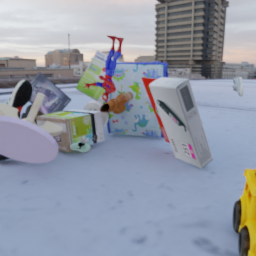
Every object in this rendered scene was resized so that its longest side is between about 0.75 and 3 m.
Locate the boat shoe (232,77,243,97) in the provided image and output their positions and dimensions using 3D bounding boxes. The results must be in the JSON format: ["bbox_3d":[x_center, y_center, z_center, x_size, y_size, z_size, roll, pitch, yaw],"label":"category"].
[{"bbox_3d":[3.925,-1.456,10.060,0.362,0.354,1.015,-3,42,20],"label":"boat shoe"}]

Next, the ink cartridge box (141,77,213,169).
[{"bbox_3d":[1.277,-0.247,8.579,0.580,2.663,2.311,-34,26,-22],"label":"ink cartridge box"}]

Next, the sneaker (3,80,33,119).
[{"bbox_3d":[-3.993,-0.815,9.547,0.887,1.897,0.668,11,-13,26],"label":"sneaker"}]

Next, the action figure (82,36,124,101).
[{"bbox_3d":[-0.859,-1.991,9.590,1.109,2.240,0.731,-9,26,-38],"label":"action figure"}]

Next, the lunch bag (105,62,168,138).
[{"bbox_3d":[0.386,-1.248,11.453,2.459,2.892,1.843,2,29,12],"label":"lunch bag"}]

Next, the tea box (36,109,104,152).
[{"bbox_3d":[-2.126,0.036,10.357,1.757,1.174,1.728,6,17,40],"label":"tea box"}]

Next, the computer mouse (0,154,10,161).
[{"bbox_3d":[-3.370,0.704,8.687,1.871,0.318,0.548,-12,9,7],"label":"computer mouse"}]

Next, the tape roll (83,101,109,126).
[{"bbox_3d":[-1.281,-0.529,11.098,1.109,1.109,0.203,7,30,28],"label":"tape roll"}]

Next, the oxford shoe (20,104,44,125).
[{"bbox_3d":[-4.464,-0.462,13.516,1.094,0.942,2.592,6,20,-14],"label":"oxford shoe"}]

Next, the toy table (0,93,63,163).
[{"bbox_3d":[-3.055,0.037,8.298,2.186,2.009,1.280,33,31,-24],"label":"toy table"}]

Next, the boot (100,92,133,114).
[{"bbox_3d":[-0.539,-0.732,10.171,1.133,0.560,1.460,-30,0,-34],"label":"boot"}]

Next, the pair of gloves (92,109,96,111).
[{"bbox_3d":[-1.316,-0.584,13.004,1.573,0.324,1.850,-37,-8,40],"label":"pair of gloves"}]

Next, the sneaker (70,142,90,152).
[{"bbox_3d":[-1.490,0.637,9.390,0.470,0.293,0.797,-16,-16,41],"label":"sneaker"}]

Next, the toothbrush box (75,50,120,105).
[{"bbox_3d":[-1.274,-2.354,13.433,1.541,2.117,0.911,30,-1,6],"label":"toothbrush box"}]

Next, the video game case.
[{"bbox_3d":[-3.378,-1.279,11.579,1.229,1.720,0.163,-54,22,-16],"label":"video game case"}]

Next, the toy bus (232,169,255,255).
[{"bbox_3d":[2.469,1.274,4.627,1.177,1.665,1.734,5,16,14],"label":"toy bus"}]
